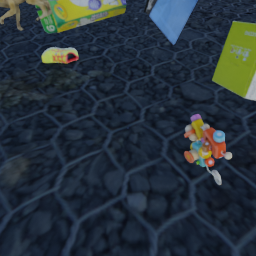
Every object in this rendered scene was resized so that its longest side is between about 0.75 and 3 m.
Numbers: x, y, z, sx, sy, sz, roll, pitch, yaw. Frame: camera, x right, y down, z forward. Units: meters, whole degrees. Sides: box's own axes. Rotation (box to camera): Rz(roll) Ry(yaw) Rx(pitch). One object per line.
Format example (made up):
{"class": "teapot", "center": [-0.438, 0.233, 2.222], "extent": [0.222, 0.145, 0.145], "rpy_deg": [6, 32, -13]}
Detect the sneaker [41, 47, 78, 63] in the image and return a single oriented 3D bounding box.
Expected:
{"class": "sneaker", "center": [-2.815, -2.991, 11.728], "extent": [1.589, 0.621, 0.717], "rpy_deg": [-17, 44, -22]}

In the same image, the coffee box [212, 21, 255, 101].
{"class": "coffee box", "center": [2.250, -1.063, 4.626], "extent": [1.077, 1.089, 1.087], "rpy_deg": [9, 22, -17]}

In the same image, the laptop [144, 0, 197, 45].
{"class": "laptop", "center": [1.326, -3.596, 7.269], "extent": [1.130, 1.950, 1.826], "rpy_deg": [27, 73, 0]}

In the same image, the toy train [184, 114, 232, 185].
{"class": "toy train", "center": [1.238, 0.394, 4.647], "extent": [0.390, 1.403, 1.054], "rpy_deg": [-21, 50, -4]}

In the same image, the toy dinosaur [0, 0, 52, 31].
{"class": "toy dinosaur", "center": [-2.558, -3.485, 7.133], "extent": [2.852, 1.442, 0.830], "rpy_deg": [-34, 27, -9]}

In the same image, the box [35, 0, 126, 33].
{"class": "box", "center": [-1.476, -3.829, 8.253], "extent": [2.510, 1.473, 0.607], "rpy_deg": [-22, -2, -9]}
